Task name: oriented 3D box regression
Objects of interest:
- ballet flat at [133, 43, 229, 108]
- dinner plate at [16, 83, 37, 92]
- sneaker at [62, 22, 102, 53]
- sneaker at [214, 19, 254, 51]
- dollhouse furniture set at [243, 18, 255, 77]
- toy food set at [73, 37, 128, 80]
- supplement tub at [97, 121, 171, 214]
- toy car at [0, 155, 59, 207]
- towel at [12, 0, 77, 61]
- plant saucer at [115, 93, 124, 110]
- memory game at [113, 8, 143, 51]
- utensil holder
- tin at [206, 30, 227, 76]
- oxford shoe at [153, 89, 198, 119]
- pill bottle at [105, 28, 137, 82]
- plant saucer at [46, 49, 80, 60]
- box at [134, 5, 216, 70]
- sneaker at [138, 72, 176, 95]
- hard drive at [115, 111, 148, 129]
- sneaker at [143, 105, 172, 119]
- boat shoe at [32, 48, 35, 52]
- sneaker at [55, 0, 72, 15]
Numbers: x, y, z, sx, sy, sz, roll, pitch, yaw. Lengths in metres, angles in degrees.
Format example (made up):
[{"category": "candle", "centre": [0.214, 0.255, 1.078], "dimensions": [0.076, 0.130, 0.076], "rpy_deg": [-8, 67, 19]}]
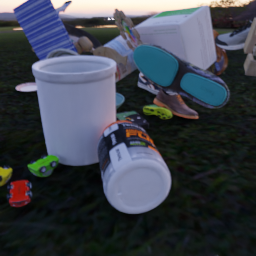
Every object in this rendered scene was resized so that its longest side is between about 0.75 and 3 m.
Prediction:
[{"category": "ballet flat", "centre": [1.385, -1.377, 7.510], "dimensions": [2.759, 0.992, 0.992], "rpy_deg": [32, 33, 12]}, {"category": "dinner plate", "centre": [-5.429, -2.213, 15.563], "dimensions": [1.510, 0.183, 1.510], "rpy_deg": [0, 24, 0]}, {"category": "sneaker", "centre": [-2.483, -3.448, 12.126], "dimensions": [2.567, 1.550, 1.073], "rpy_deg": [13, 48, -40]}, {"category": "sneaker", "centre": [3.601, -2.837, 8.282], "dimensions": [2.101, 0.833, 0.776], "rpy_deg": [1, 39, 37]}, {"category": "dollhouse furniture set", "centre": [3.541, -2.011, 7.100], "dimensions": [0.897, 1.047, 1.101], "rpy_deg": [10, 44, 5]}, {"category": "toy food set", "centre": [-1.430, -2.542, 10.950], "dimensions": [2.729, 1.735, 0.430], "rpy_deg": [24, 27, 7]}, {"category": "supplement tub", "centre": [0.014, 0.837, 7.299], "dimensions": [1.563, 1.563, 2.551], "rpy_deg": [-5, 25, -10]}, {"category": "toy car", "centre": [-2.718, 1.319, 7.600], "dimensions": [2.076, 0.463, 1.954], "rpy_deg": [20, 31, 35]}, {"category": "towel", "centre": [-3.008, -3.508, 10.245], "dimensions": [1.715, 2.369, 0.282], "rpy_deg": [-13, 25, 28]}, {"category": "plant saucer", "centre": [-1.388, -1.127, 12.907], "dimensions": [2.432, 0.437, 2.432], "rpy_deg": [-1, 25, 0]}, {"category": "memory game", "centre": [0.036, -3.402, 10.259], "dimensions": [0.132, 2.067, 2.067], "rpy_deg": [-35, 32, -5]}, {"category": "utensil holder", "centre": [-1.584, -0.608, 8.868], "dimensions": [2.452, 2.885, 2.452], "rpy_deg": [1, 25, 0]}, {"category": "tin", "centre": [3.310, -3.039, 11.310], "dimensions": [1.094, 1.954, 0.409], "rpy_deg": [-23, -12, 41]}, {"category": "oxford shoe", "centre": [2.076, -1.014, 11.940], "dimensions": [2.115, 0.771, 0.754], "rpy_deg": [29, 19, 25]}, {"category": "pill bottle", "centre": [0.084, -3.382, 12.393], "dimensions": [2.939, 1.598, 1.598], "rpy_deg": [-35, 36, -15]}, {"category": "plant saucer", "centre": [-2.190, -2.313, 10.201], "dimensions": [1.547, 1.547, 0.388], "rpy_deg": [3, 53, 7]}, {"category": "box", "centre": [1.811, -3.166, 10.664], "dimensions": [2.210, 2.221, 1.903], "rpy_deg": [16, 48, 45]}, {"category": "sneaker", "centre": [1.530, -2.517, 15.163], "dimensions": [1.095, 1.108, 2.791], "rpy_deg": [-18, 31, -36]}, {"category": "hard drive", "centre": [0.092, -0.273, 11.255], "dimensions": [1.000, 0.271, 1.432], "rpy_deg": [-9, 27, -19]}, {"category": "sneaker", "centre": [1.300, -0.751, 12.015], "dimensions": [1.354, 0.501, 0.566], "rpy_deg": [16, 33, 32]}, {"category": "boat shoe", "centre": [-3.904, -3.990, 11.797], "dimensions": [0.773, 2.330, 0.862], "rpy_deg": [-6, 61, -10]}, {"category": "sneaker", "centre": [-2.472, -4.688, 10.890], "dimensions": [0.802, 0.290, 0.288], "rpy_deg": [-25, 40, 17]}]
